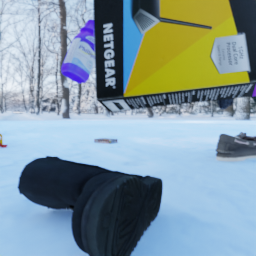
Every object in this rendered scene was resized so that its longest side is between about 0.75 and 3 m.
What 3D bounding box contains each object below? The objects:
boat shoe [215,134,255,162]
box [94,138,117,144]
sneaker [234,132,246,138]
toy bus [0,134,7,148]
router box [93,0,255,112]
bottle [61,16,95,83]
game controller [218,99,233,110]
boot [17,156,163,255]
[{"bbox_3d":[3.480,0.489,8.239,2.647,0.754,0.885,-3,4,-42],"label":"boat shoe"},{"bbox_3d":[-0.969,0.563,12.129,0.862,0.172,0.590,2,4,37],"label":"box"},{"bbox_3d":[5.647,0.365,14.117,0.837,0.343,0.323,-2,4,-30],"label":"sneaker"},{"bbox_3d":[-5.143,0.457,10.376,1.070,0.586,1.134,-3,4,-43],"label":"toy bus"},{"bbox_3d":[0.618,-1.782,3.888,2.163,2.900,0.740,-6,-12,10],"label":"router box"},{"bbox_3d":[-1.338,-2.448,8.663,0.680,2.082,0.870,1,-23,47],"label":"bottle"},{"bbox_3d":[4.063,-2.125,11.377,0.627,1.553,2.978,12,-33,27],"label":"game controller"},{"bbox_3d":[-0.598,0.767,3.123,1.640,0.746,1.952,5,-2,19],"label":"boot"}]
